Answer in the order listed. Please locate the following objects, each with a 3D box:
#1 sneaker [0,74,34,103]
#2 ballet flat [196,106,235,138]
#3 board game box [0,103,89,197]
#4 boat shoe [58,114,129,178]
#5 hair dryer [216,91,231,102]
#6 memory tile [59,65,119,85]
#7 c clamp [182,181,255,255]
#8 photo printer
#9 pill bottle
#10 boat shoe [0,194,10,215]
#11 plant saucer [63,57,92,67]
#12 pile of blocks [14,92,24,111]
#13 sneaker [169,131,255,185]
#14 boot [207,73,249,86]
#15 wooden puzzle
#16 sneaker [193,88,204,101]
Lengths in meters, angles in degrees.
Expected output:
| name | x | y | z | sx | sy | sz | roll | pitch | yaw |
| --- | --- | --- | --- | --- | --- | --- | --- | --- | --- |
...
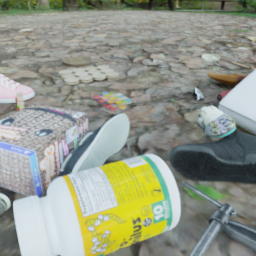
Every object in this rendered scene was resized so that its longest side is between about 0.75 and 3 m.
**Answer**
| name | x | y | z | sx | sy | sz | roll | pitch | yaw |
| --- | --- | --- | --- | --- | --- | --- | --- | --- | --- |
| sneaker | -5.117 | -1.776 | 11.040 | 2.643 | 1.382 | 0.995 | 2 | 26 | 2 |
| ballet flat | 2.301 | -0.225 | 7.825 | 0.814 | 0.814 | 2.262 | 2 | 5 | 4 |
| board game box | -2.373 | 0.420 | 7.090 | 1.868 | 1.135 | 2.343 | 11 | 29 | 20 |
| boat shoe | -0.800 | 0.467 | 6.903 | 0.721 | 0.904 | 2.390 | 3 | 37 | 37 |
| hair dryer | 4.218 | -1.175 | 10.316 | 1.964 | 0.534 | 1.496 | -2 | 0 | 3 |
| memory tile | -1.981 | -2.651 | 13.909 | 2.691 | 0.226 | 2.063 | -13 | 30 | -21 |
| c clamp | 1.480 | 2.191 | 4.573 | 2.428 | 0.385 | 2.842 | 23 | 32 | 24 |
| photo printer | 4.537 | -0.679 | 8.477 | 2.327 | 0.971 | 2.797 | -40 | 38 | -5 |
| pill bottle | -0.531 | 1.428 | 4.849 | 2.570 | 1.449 | 1.449 | -12 | 30 | -21 |
| boat shoe | -3.177 | 1.528 | 5.672 | 1.450 | 0.518 | 0.433 | 7 | 23 | 5 |
| plant saucer | -2.877 | -3.789 | 16.046 | 1.649 | 0.243 | 1.649 | 0 | 29 | 0 |
| pile of blocks | -3.838 | -0.857 | 9.851 | 0.279 | 0.369 | 0.899 | -2 | 68 | -28 |
| sneaker | 2.497 | 0.647 | 7.052 | 2.918 | 0.876 | 1.522 | 8 | 28 | 5 |
| boot | 4.533 | -2.063 | 11.594 | 2.491 | 0.906 | 2.646 | -8 | 26 | -44 |
| wooden puzzle | -0.612 | -1.097 | 11.052 | 1.113 | 0.132 | 1.877 | -18 | 33 | -30 |
| sneaker | 2.852 | -1.345 | 11.393 | 0.342 | 0.319 | 0.862 | 8 | 34 | -5 |
